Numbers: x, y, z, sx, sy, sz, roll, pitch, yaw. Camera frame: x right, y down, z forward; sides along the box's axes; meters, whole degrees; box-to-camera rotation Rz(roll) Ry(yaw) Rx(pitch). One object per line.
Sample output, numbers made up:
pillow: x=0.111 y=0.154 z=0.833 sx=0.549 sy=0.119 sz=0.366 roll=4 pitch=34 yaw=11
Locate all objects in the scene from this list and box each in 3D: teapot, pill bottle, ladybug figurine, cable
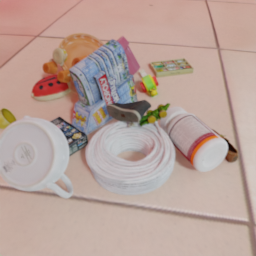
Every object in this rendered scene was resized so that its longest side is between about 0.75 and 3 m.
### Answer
teapot: x=-2.496 y=0.768 z=7.960 sx=2.113 sy=2.140 sz=1.563 roll=8 pitch=-3 yaw=13
pill bottle: x=2.081 y=0.291 z=9.315 sx=1.254 sy=1.254 sz=2.289 roll=-17 pitch=40 yaw=-19
ladybug figurine: x=-3.409 y=-1.849 z=12.490 sx=1.997 sy=0.718 sz=1.355 roll=-31 pitch=49 yaw=-32
cable: x=0.066 y=0.851 z=9.042 sx=2.848 sy=0.986 sz=2.847 roll=-15 pitch=42 yaw=-17

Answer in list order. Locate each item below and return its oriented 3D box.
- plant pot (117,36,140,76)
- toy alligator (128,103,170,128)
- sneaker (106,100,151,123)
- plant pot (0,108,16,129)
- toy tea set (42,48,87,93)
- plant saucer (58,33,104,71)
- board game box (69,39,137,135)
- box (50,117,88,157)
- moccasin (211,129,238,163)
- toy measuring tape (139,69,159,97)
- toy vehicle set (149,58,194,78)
plant pot: x=-0.376 y=-3.054 z=13.012 sx=1.794 sy=1.606 sz=1.794 roll=-39 pitch=18 yaw=15
toy alligator: x=0.745 y=-0.315 z=9.270 sx=1.576 sy=0.379 sz=0.522 roll=-27 pitch=32 yaw=14
sneaker: x=0.014 y=-0.627 z=9.439 sx=1.519 sy=0.568 sz=0.807 roll=17 pitch=44 yaw=38
plant pot: x=-4.747 y=-0.274 z=10.683 sx=0.565 sy=0.796 sz=0.796 roll=-34 pitch=42 yaw=9
toy tea set: x=-2.498 y=-2.583 z=12.039 sx=2.571 sy=1.529 sz=0.952 roll=30 pitch=25 yaw=24
plant saucer: x=-2.140 y=-3.371 z=13.637 sx=2.595 sy=0.486 sz=2.595 roll=7 pitch=70 yaw=-19
board game box: x=-1.031 y=-1.285 z=10.602 sx=0.899 sy=2.916 sz=2.915 roll=29 pitch=60 yaw=31
box: x=-2.712 y=0.545 z=9.771 sx=1.665 sy=0.482 sz=2.095 roll=29 pitch=48 yaw=32
moccasin: x=3.259 y=0.523 z=9.754 sx=0.558 sy=0.589 sz=1.527 roll=-10 pitch=41 yaw=-12
toy measuring tape: x=0.834 y=-2.257 z=12.823 sx=0.854 sy=0.854 sz=2.321 roll=-9 pitch=44 yaw=-11
toy vehicle set: x=2.202 y=-3.091 z=14.354 sx=1.973 sy=0.262 sz=1.226 roll=-9 pitch=41 yaw=-11
